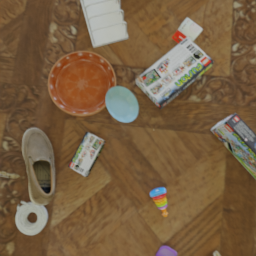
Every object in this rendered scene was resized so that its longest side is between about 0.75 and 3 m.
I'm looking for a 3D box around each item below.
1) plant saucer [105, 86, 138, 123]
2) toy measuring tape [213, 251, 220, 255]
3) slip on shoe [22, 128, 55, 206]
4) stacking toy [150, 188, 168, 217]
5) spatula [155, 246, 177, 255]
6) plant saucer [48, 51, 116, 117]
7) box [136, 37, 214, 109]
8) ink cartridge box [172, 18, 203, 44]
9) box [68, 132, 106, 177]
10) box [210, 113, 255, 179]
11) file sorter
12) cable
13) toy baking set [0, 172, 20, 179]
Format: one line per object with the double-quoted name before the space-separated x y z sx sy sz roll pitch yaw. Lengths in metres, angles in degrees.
"plant saucer" -0.278 -0.849 10.562 1.464 0.282 1.464 14 65 -31
"toy measuring tape" 2.175 5.539 10.056 2.951 1.086 1.086 -34 83 -27
"slip on shoe" -3.180 1.243 10.092 1.128 0.899 2.966 4 59 -29
"stacking toy" 1.256 2.837 10.515 0.619 0.585 1.066 -19 93 3
"spatula" 0.970 5.385 10.256 0.639 0.232 2.261 31 83 6
"plant saucer" -1.807 -1.736 11.126 2.660 0.429 2.660 0 78 -2
"box" 1.815 -2.174 11.049 2.756 0.478 1.517 -40 76 -7
"ink cartridge box" 2.431 -3.903 11.558 0.830 0.291 1.021 39 83 5
"box" -1.572 1.001 10.717 0.840 0.265 1.527 27 86 16
"box" 4.380 0.836 10.146 0.494 1.566 2.845 -40 83 -11
"file sorter" -1.000 -4.641 11.125 1.515 1.359 2.183 -16 82 -3
"cable" -3.606 3.371 10.460 1.163 0.403 1.163 11 83 0
"toy baking set" -4.531 1.702 10.328 0.827 1.078 0.125 29 59 -35
